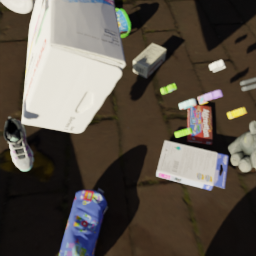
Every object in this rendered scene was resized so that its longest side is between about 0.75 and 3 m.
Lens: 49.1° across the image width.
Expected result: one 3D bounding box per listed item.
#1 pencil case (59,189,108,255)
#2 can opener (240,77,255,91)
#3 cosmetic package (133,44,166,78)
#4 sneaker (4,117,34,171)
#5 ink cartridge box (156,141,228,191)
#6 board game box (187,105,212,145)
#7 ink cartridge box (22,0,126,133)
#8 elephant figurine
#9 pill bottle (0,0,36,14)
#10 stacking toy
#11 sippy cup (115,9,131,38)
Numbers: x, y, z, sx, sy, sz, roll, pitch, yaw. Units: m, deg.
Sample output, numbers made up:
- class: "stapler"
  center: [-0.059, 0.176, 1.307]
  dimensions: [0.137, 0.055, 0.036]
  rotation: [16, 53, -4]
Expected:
- class: "pencil case"
  center: [-0.993, 2.333, 6.288]
  dimensions: [0.826, 0.742, 1.901]
  rotation: [15, 52, -5]
- class: "can opener"
  center: [3.202, -1.116, 6.836]
  dimensions: [1.048, 0.348, 0.276]
  rotation: [-16, 88, -14]
- class: "cosmetic package"
  center: [0.772, -2.424, 10.095]
  dimensions: [0.641, 0.541, 1.240]
  rotation: [31, 59, 22]
- class: "sneaker"
  center: [-2.363, 0.331, 5.898]
  dimensions: [0.458, 0.823, 1.177]
  rotation: [-20, 82, -13]
- class: "ink cartridge box"
  center: [1.722, 1.025, 7.540]
  dimensions: [1.755, 0.368, 1.047]
  rotation: [12, 53, 13]
- class: "board game box"
  center: [2.184, -0.129, 8.576]
  dimensions: [0.723, 0.137, 1.405]
  rotation: [7, 53, 4]
- class: "ink cartridge box"
  center: [-1.170, -1.646, 5.354]
  dimensions: [1.200, 2.070, 2.858]
  rotation: [9, 54, -27]
- class: "elephant figurine"
  center: [2.698, 0.509, 5.727]
  dimensions: [1.198, 0.930, 0.848]
  rotation: [7, 56, -32]
- class: "pill bottle"
  center: [-2.954, -4.522, 8.325]
  dimensions: [1.211, 1.211, 2.023]
  rotation: [14, 60, 10]
- class: "stacking toy"
  center: [1.619, -0.615, 6.335]
  dimensions: [1.667, 0.392, 1.257]
  rotation: [-22, 81, 26]
- class: "sippy cup"
  center: [-0.455, -4.225, 11.353]
  dimensions: [0.840, 0.900, 1.146]
  rotation: [-28, 43, -6]
